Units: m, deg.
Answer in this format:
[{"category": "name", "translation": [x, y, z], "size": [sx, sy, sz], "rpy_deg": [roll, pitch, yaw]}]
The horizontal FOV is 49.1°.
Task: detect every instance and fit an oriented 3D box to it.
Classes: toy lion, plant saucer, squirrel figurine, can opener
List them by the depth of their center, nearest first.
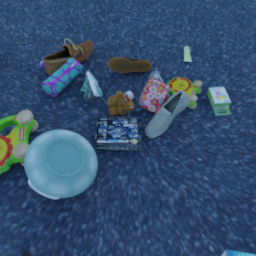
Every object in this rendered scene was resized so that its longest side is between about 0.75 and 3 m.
[{"category": "plant saucer", "translation": [-2.092, 1.031, 9.056], "size": [2.378, 0.458, 2.378], "rpy_deg": [10, 60, -17]}, {"category": "toy lion", "translation": [-4.637, 0.635, 10.308], "size": [2.348, 0.841, 2.449], "rpy_deg": [-9, 54, -1]}, {"category": "squirrel figurine", "translation": [-0.295, -0.930, 11.373], "size": [0.998, 1.069, 0.757], "rpy_deg": [-10, 39, 10]}, {"category": "can opener", "translation": [1.494, -1.641, 12.310], "size": [0.532, 0.667, 1.996], "rpy_deg": [-37, 62, 26]}, {"category": "toy lion", "translation": [2.419, -1.648, 12.406], "size": [1.496, 0.536, 1.560], "rpy_deg": [12, 51, 19]}]

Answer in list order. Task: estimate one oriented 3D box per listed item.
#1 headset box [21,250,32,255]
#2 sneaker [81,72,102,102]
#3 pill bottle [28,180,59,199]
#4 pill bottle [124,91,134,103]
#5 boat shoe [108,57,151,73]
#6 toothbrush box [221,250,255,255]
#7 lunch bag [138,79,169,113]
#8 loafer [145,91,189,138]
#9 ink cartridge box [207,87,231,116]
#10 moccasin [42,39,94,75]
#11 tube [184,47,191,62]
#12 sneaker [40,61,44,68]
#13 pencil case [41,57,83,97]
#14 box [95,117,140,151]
[{"category": "headset box", "translation": [-2.143, 4.142, 7.254], "size": [1.739, 1.294, 0.672], "rpy_deg": [30, 58, 22]}, {"category": "sneaker", "translation": [-1.780, -1.830, 12.395], "size": [0.843, 0.717, 1.848], "rpy_deg": [-33, 40, 8]}, {"category": "pill bottle", "translation": [-2.363, 1.253, 9.601], "size": [1.209, 1.209, 2.090], "rpy_deg": [15, 53, 12]}, {"category": "pill bottle", "translation": [-0.161, -1.237, 12.063], "size": [0.769, 0.439, 0.439], "rpy_deg": [-36, 60, -25]}, {"category": "boat shoe", "translation": [0.052, -2.972, 13.289], "size": [2.037, 0.717, 0.716], "rpy_deg": [5, 19, -6]}, {"category": "toothbrush box", "translation": [3.451, 4.191, 7.567], "size": [1.747, 0.745, 1.279], "rpy_deg": [10, 53, 6]}, {"category": "lunch bag", "translation": [1.119, -1.280, 11.525], "size": [1.114, 1.264, 0.518], "rpy_deg": [25, 26, 0]}, {"category": "loafer", "translation": [1.443, -0.549, 10.879], "size": [2.224, 0.776, 0.778], "rpy_deg": [-48, 54, 0]}, {"category": "ink cartridge box", "translation": [3.938, -1.166, 12.036], "size": [0.688, 0.393, 1.325], "rpy_deg": [-4, 52, -3]}, {"category": "moccasin", "translation": [-2.853, -3.596, 13.510], "size": [2.786, 1.075, 1.019], "rpy_deg": [-29, 53, -21]}, {"category": "tube", "translation": [2.977, -3.697, 14.161], "size": [0.290, 0.259, 0.999], "rpy_deg": [-23, 47, 32]}, {"category": "sneaker", "translation": [-3.890, -3.141, 13.663], "size": [0.422, 0.295, 0.848], "rpy_deg": [35, 59, 24]}, {"category": "pencil case", "translation": [-2.935, -2.294, 12.577], "size": [0.853, 0.926, 2.004], "rpy_deg": [39, 61, -3]}, {"category": "box", "translation": [-0.380, 0.216, 10.925], "size": [1.738, 0.400, 1.382], "rpy_deg": [1, 51, 0]}]
